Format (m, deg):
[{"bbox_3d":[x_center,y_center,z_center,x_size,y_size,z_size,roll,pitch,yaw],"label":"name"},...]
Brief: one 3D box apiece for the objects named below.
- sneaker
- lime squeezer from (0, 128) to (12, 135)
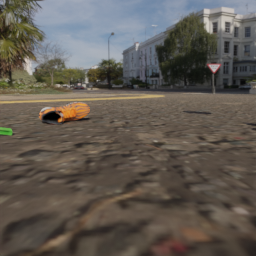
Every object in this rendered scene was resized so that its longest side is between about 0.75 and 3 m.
[{"bbox_3d":[-1.938,-0.394,8.748,1.598,0.620,0.895,-13,16,-15],"label":"sneaker"},{"bbox_3d":[-4.110,0.083,6.101,2.784,0.525,0.983,-5,40,-35],"label":"lime squeezer"}]
